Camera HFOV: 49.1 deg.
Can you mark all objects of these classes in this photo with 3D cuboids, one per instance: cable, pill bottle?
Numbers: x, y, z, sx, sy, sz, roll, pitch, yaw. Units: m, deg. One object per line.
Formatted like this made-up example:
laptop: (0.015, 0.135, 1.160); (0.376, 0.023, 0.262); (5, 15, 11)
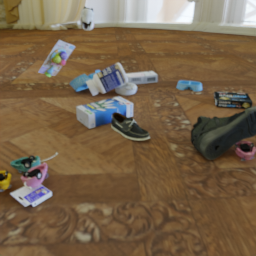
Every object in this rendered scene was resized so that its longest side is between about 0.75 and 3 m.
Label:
cable: (-0.112, -2.024, 14.402); (1.125, 0.390, 1.125); (10, 28, 23)
pill bottle: (-1.072, -2.347, 13.845); (1.895, 1.053, 1.053); (-28, 30, -3)

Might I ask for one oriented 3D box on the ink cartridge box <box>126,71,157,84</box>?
ink cartridge box: (0.508, -3.123, 16.494); (1.750, 0.614, 2.153); (-9, 32, -17)

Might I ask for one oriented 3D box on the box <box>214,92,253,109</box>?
box: (4.805, -1.285, 12.935); (1.542, 0.355, 1.226); (5, 27, 10)

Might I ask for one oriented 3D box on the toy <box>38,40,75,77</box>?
toy: (-2.827, -2.696, 11.358); (0.380, 1.610, 0.927); (53, 23, 20)

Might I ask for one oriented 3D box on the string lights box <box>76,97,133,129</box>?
string lights box: (-0.933, -0.656, 11.376); (2.067, 0.610, 1.062); (-18, 32, -32)

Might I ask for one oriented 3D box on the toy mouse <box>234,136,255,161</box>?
toy mouse: (4.084, 0.801, 8.420); (2.392, 0.463, 2.126); (4, 28, 30)

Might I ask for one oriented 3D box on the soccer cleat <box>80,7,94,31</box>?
soccer cleat: (-0.830, -2.035, 5.478); (0.288, 0.356, 0.825); (12, -5, -7)

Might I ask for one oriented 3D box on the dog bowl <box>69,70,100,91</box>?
dog bowl: (-2.131, -2.441, 14.638); (1.934, 0.479, 1.078); (-29, -1, -44)

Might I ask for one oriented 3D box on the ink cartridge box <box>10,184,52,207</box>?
ink cartridge box: (-2.477, 1.707, 7.134); (0.753, 0.165, 0.760); (21, 32, 37)

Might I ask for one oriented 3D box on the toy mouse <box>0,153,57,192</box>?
toy mouse: (-2.726, 1.222, 7.676); (2.132, 0.413, 1.895); (12, 28, 44)

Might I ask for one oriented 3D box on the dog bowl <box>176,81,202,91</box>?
dog bowl: (3.263, -2.252, 14.920); (1.347, 0.334, 0.751); (8, 28, 16)

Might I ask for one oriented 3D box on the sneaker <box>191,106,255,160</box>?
sneaker: (3.226, -0.104, 9.291); (2.736, 1.046, 1.567); (-30, 31, -8)

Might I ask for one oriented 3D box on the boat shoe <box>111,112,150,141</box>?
boat shoe: (0.029, -0.047, 10.182); (0.666, 0.627, 1.855); (-20, 34, -38)
